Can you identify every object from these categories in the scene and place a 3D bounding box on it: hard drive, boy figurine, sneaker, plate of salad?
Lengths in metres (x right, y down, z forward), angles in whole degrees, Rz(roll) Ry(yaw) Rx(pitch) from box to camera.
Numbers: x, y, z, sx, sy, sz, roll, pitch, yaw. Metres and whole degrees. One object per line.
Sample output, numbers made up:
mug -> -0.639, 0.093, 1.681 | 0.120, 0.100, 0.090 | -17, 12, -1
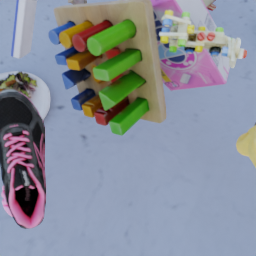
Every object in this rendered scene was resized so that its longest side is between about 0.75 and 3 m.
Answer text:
hard drive -> -2.823, -3.131, 7.722 | 0.276, 2.175, 1.435 | 11, 21, -12
boy figurine -> 2.946, 0.186, 5.467 | 1.684, 2.708, 0.872 | -27, 86, 29
sneaker -> -2.069, 0.659, 5.493 | 1.112, 1.342, 2.814 | -10, 101, -20
plate of salad -> -3.780, -0.835, 8.812 | 2.596, 0.624, 2.596 | 0, 62, 1

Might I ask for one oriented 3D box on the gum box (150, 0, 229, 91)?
gum box -> 1.154, -1.957, 6.432 | 1.530, 2.697, 0.892 | -2, 58, 42

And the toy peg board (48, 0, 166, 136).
toy peg board -> -0.662, -1.111, 5.622 | 2.387, 2.397, 1.172 | 14, 41, 36

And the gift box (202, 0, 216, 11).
gift box -> 2.201, -4.137, 7.763 | 1.477, 1.494, 1.600 | 51, 51, -4

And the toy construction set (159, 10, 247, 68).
toy construction set -> 1.296, -1.537, 4.842 | 1.503, 0.986, 0.692 | 22, 92, 8

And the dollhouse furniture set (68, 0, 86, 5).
dollhouse furniture set -> -1.179, -3.425, 7.804 | 0.502, 0.878, 1.029 | -1, 82, 32
